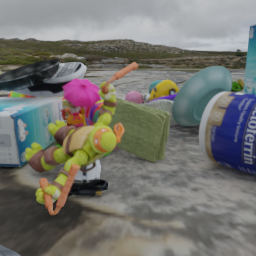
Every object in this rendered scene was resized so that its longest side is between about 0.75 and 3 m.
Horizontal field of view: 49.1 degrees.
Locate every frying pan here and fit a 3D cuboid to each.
[{"bbox_3d":[-1.893,-1.182,6.070,2.680,0.436,1.621,7,32,38],"label":"frying pan"}]

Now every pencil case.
[{"bbox_3d":[-0.617,-0.266,6.962,0.990,0.990,2.240,-5,15,-20],"label":"pencil case"}]

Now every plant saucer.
[{"bbox_3d":[1.946,-0.658,6.993,1.814,1.814,0.349,-8,43,-27],"label":"plant saucer"}]

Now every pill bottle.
[{"bbox_3d":[2.495,0.182,4.556,1.362,1.362,2.353,-14,20,-42],"label":"pill bottle"}]

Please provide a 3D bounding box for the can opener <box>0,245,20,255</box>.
[{"bbox_3d":[-0.967,1.247,2.174,2.749,0.733,0.919,8,-11,29],"label":"can opener"}]

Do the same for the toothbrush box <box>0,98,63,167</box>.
[{"bbox_3d":[-2.627,-0.047,6.115,1.729,1.007,2.361,1,15,6],"label":"toothbrush box"}]

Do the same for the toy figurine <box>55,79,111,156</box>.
[{"bbox_3d":[-1.061,-0.301,6.060,1.245,1.526,1.658,-7,15,-32],"label":"toy figurine"}]

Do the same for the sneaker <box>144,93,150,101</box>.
[{"bbox_3d":[1.238,-1.384,12.733,1.121,0.428,0.451,-18,33,-37],"label":"sneaker"}]

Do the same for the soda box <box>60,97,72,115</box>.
[{"bbox_3d":[-2.580,-0.699,9.559,0.563,0.532,1.661,17,20,37],"label":"soda box"}]

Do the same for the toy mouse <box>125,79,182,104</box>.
[{"bbox_3d":[0.792,-1.365,10.735,2.939,0.569,2.612,-22,11,-11],"label":"toy mouse"}]

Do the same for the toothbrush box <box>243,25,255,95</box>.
[{"bbox_3d":[4.185,-1.215,7.130,2.036,2.781,1.186,-1,13,0],"label":"toothbrush box"}]

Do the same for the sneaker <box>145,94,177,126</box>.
[{"bbox_3d":[1.640,-0.685,8.208,2.316,0.805,1.152,-9,17,27],"label":"sneaker"}]

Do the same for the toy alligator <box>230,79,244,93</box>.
[{"bbox_3d":[5.212,-1.701,13.402,0.939,0.681,2.834,-24,16,19],"label":"toy alligator"}]

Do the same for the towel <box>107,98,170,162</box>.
[{"bbox_3d":[0.120,0.010,5.516,1.432,1.062,0.261,18,23,24],"label":"towel"}]

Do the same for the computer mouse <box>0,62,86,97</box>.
[{"bbox_3d":[-2.457,-1.113,7.400,2.948,0.647,1.616,-4,34,13],"label":"computer mouse"}]

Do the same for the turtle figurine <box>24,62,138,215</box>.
[{"bbox_3d":[-0.706,0.153,4.347,0.794,2.464,1.987,39,-28,-29],"label":"turtle figurine"}]

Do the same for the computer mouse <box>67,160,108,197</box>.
[{"bbox_3d":[-0.722,0.712,4.621,0.758,0.303,1.383,-2,15,-5],"label":"computer mouse"}]

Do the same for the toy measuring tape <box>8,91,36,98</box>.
[{"bbox_3d":[-3.965,-0.930,9.808,0.971,0.971,2.640,2,15,8],"label":"toy measuring tape"}]
